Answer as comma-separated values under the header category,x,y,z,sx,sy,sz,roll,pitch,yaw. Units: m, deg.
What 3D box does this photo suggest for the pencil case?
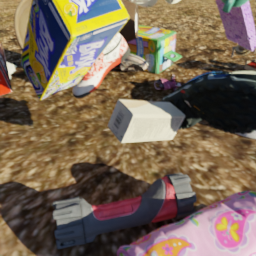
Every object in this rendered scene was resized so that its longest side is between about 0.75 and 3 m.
category,x,y,z,sx,sy,sz,roll,pitch,yaw
pencil case,1.303,2.068,4.807,2.925,1.279,1.279,-17,37,-25

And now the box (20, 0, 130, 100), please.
category,x,y,z,sx,sy,sz,roll,pitch,yaw
box,-1.178,-1.500,5.106,1.050,0.964,2.998,-30,2,-27

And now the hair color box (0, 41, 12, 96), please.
category,x,y,z,sx,sy,sz,roll,pitch,yaw
hair color box,-3.477,-1.881,6.585,0.822,1.362,2.684,-21,42,-14

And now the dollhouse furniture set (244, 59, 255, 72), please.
category,x,y,z,sx,sy,sz,roll,pitch,yaw
dollhouse furniture set,5.915,-2.859,12.173,1.270,1.277,1.812,-15,37,-21

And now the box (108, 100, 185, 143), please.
category,x,y,z,sx,sy,sz,roll,pitch,yaw
box,0.329,-0.114,4.734,1.200,0.570,0.467,0,36,-40

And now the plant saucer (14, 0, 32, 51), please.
category,x,y,z,sx,sy,sz,roll,pitch,yaw
plant saucer,-2.083,-2.535,7.974,0.364,2.474,2.474,-14,18,43

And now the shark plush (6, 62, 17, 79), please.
category,x,y,z,sx,sy,sz,roll,pitch,yaw
shark plush,-5.555,-2.630,12.466,0.799,0.872,1.919,-24,33,21

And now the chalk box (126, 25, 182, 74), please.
category,x,y,z,sx,sy,sz,roll,pitch,yaw
chalk box,1.182,-3.634,13.046,2.604,1.614,1.625,21,39,29

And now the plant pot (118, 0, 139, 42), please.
category,x,y,z,sx,sy,sz,roll,pitch,yaw
plant pot,-0.882,-3.822,10.109,2.436,2.277,2.277,4,34,8

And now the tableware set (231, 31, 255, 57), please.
category,x,y,z,sx,sy,sz,roll,pitch,yaw
tableware set,4.021,-3.044,9.729,0.814,0.247,1.232,-2,59,36

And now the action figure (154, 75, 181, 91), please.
category,x,y,z,sx,sy,sz,roll,pitch,yaw
action figure,1.680,-1.683,11.255,1.033,0.769,0.692,-1,74,-25

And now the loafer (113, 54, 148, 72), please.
category,x,y,z,sx,sy,sz,roll,pitch,yaw
loafer,-0.267,-2.899,12.816,2.547,0.916,0.801,23,76,34

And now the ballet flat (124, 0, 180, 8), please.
category,x,y,z,sx,sy,sz,roll,pitch,yaw
ballet flat,0.709,-3.521,6.982,2.942,1.022,1.022,-24,40,-33

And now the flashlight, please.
category,x,y,z,sx,sy,sz,roll,pitch,yaw
flashlight,-0.073,1.585,5.726,2.814,0.956,0.953,-7,32,-11

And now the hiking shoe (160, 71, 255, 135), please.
category,x,y,z,sx,sy,sz,roll,pitch,yaw
hiking shoe,1.624,-0.654,4.949,1.228,1.054,2.833,-41,17,-15

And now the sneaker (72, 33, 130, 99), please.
category,x,y,z,sx,sy,sz,roll,pitch,yaw
sneaker,-0.924,-1.759,7.277,2.013,1.079,0.672,-44,52,-2

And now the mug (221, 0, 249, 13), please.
category,x,y,z,sx,sy,sz,roll,pitch,yaw
mug,2.291,-2.902,5.758,0.739,0.900,0.556,-7,-5,3

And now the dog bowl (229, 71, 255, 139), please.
category,x,y,z,sx,sy,sz,roll,pitch,yaw
dog bowl,4.264,-0.836,9.245,2.840,1.118,2.840,0,33,0

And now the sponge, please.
category,x,y,z,sx,sy,sz,roll,pitch,yaw
sponge,2.948,-2.967,7.655,0.278,1.863,1.039,-43,48,4
